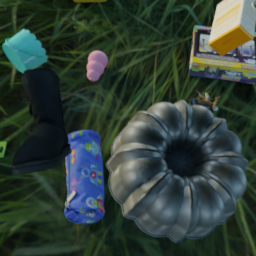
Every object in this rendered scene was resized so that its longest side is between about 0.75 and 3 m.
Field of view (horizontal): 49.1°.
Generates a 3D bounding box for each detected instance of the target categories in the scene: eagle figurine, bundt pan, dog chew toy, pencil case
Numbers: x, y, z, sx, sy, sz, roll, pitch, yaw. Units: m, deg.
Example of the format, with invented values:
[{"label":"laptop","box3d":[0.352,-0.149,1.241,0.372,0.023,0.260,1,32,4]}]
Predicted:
[{"label":"eagle figurine","box3d":[2.646,-0.935,9.559,0.883,0.666,0.670,8,8,39]},{"label":"bundt pan","box3d":[0.769,0.495,4.050,2.127,0.798,2.127,3,65,-7]},{"label":"dog chew toy","box3d":[-1.177,-2.221,10.234,0.723,0.723,1.161,10,67,6]},{"label":"pencil case","box3d":[-1.253,1.291,7.734,1.027,1.143,2.631,-29,51,29]}]

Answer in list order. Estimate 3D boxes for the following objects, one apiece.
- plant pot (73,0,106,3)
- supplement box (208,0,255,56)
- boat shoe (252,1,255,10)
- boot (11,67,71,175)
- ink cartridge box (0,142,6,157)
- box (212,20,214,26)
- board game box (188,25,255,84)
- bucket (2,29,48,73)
[{"label":"plant pot","box3d":[-1.741,-6.900,12.416,2.245,2.245,1.980,-1,68,-1]},{"label":"supplement box","box3d":[3.313,-3.344,8.762,0.690,1.182,1.875,29,64,-23]},{"label":"boat shoe","box3d":[4.014,-3.365,7.917,1.012,0.313,0.379,27,71,-2]},{"label":"boot","box3d":[-1.960,-0.242,6.100,0.964,2.523,2.120,-10,95,3]},{"label":"ink cartridge box","box3d":[-4.244,0.615,8.642,0.784,0.297,0.579,-3,58,-1]},{"label":"box","box3d":[4.243,-4.257,11.389,1.428,0.873,0.757,27,60,15]},{"label":"board game box","box3d":[3.653,-2.789,10.562,2.545,0.722,2.104,9,60,6]},{"label":"bucket","box3d":[-3.024,-2.205,8.183,1.164,1.164,0.757,35,64,20]}]
